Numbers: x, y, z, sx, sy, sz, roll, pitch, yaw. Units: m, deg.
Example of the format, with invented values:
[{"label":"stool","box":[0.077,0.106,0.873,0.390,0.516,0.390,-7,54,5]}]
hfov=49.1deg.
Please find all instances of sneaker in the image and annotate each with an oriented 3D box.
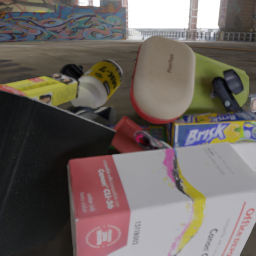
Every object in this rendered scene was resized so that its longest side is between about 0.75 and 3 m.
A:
[{"label":"sneaker","box":[0.598,0.475,6.619,1.118,0.451,0.417,31,11,-5]},{"label":"sneaker","box":[-1.457,-0.196,8.064,1.456,0.766,2.016,2,11,28]}]

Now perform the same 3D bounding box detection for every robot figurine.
[{"label":"robot figurine","box":[-2.512,-2.079,11.993,1.286,1.068,1.712,-9,-9,-28]}]

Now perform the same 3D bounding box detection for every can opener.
[{"label":"can opener","box":[2.999,-0.638,8.026,0.843,2.143,0.679,-12,32,39]}]

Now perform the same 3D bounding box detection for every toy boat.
[{"label":"toy boat","box":[0.825,-1.151,7.513,1.565,1.567,2.398,16,60,-6]}]

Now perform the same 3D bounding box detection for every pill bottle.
[{"label":"pill bottle","box":[-1.197,-1.625,10.833,1.306,1.306,2.285,9,39,21]}]

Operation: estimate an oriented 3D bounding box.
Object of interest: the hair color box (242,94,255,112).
[{"label":"hair color box","box":[4.889,-0.965,10.572,1.196,0.598,0.362,-11,24,-25]}]

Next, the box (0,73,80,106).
[{"label":"box","box":[-2.616,-1.028,8.313,0.988,0.658,2.625,23,28,21]}]

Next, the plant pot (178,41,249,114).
[{"label":"plant pot","box":[2.423,-1.253,9.209,2.435,2.649,2.649,13,22,0]}]

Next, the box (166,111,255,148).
[{"label":"box","box":[2.275,0.090,7.526,2.422,0.849,0.779,-2,21,-6]}]

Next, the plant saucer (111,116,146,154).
[{"label":"plant saucer","box":[0.066,0.339,6.968,1.082,0.199,1.084,39,42,1]}]

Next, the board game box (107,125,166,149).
[{"label":"board game box","box":[0.172,0.253,7.954,1.730,0.252,1.164,1,22,3]}]

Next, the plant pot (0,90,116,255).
[{"label":"plant pot","box":[-1.817,0.550,4.085,2.218,1.968,2.213,15,-4,23]}]

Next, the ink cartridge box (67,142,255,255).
[{"label":"ink cartridge box","box":[0.662,1.132,3.646,2.732,1.591,0.922,-6,35,-15]}]
